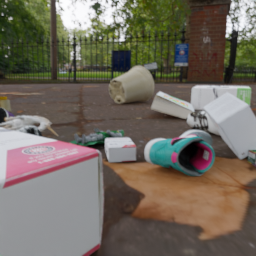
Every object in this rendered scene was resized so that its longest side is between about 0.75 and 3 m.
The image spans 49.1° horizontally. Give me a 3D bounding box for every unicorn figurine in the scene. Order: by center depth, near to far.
[{"bbox_3d":[-3.309,-0.089,8.728,1.876,0.693,1.289,9,14,37],"label":"unicorn figurine"}]

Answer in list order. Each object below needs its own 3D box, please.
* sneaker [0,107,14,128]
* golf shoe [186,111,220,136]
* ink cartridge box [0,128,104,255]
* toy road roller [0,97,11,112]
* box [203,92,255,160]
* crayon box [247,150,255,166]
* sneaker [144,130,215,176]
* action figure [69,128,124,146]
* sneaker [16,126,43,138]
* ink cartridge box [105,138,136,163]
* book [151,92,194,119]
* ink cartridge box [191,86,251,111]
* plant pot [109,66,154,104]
[{"bbox_3d":[-5.197,-0.243,9.691,2.478,0.939,1.085,3,-5,1],"label":"sneaker"},{"bbox_3d":[2.490,-0.153,9.052,1.059,0.872,2.242,-8,3,2],"label":"golf shoe"},{"bbox_3d":[-2.053,0.760,3.127,2.927,1.212,2.145,8,14,36],"label":"ink cartridge box"},{"bbox_3d":[-6.079,-0.903,12.574,1.370,0.842,1.000,-8,2,-34],"label":"toy road roller"},{"bbox_3d":[2.559,-0.100,6.780,0.761,1.090,1.432,-33,15,11],"label":"box"},{"bbox_3d":[3.161,0.704,5.757,0.897,0.303,1.039,-2,11,-9],"label":"crayon box"},{"bbox_3d":[1.384,0.458,5.762,1.872,0.783,1.130,-10,14,-34],"label":"sneaker"},{"bbox_3d":[-0.707,0.247,7.851,0.965,0.447,1.633,6,9,42],"label":"action figure"},{"bbox_3d":[-2.646,0.435,6.179,0.844,0.782,2.082,-5,8,18],"label":"sneaker"},{"bbox_3d":[-0.197,0.507,6.603,0.634,0.358,0.864,-2,11,-9],"label":"ink cartridge box"},{"bbox_3d":[2.118,-1.030,12.967,1.818,0.654,2.722,22,14,5],"label":"book"},{"bbox_3d":[4.914,-1.592,14.916,2.865,1.204,2.085,4,12,20],"label":"ink cartridge box"},{"bbox_3d":[0.073,-2.568,17.946,2.195,2.397,2.397,-25,25,-39],"label":"plant pot"}]
